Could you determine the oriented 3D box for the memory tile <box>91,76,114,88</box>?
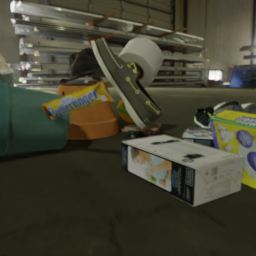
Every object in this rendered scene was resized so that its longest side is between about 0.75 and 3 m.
[{"bbox_3d":[-0.395,-1.485,10.042,1.548,0.170,2.019,16,7,-27],"label":"memory tile"}]

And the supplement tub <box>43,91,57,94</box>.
[{"bbox_3d":[-4.206,-1.355,14.784,1.171,1.171,1.615,-6,12,-30],"label":"supplement tub"}]

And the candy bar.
[{"bbox_3d":[-1.157,-0.556,6.150,1.988,0.496,0.220,-13,36,35],"label":"candy bar"}]

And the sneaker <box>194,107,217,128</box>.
[{"bbox_3d":[3.010,-0.369,10.478,0.720,0.831,2.008,-3,11,-16],"label":"sneaker"}]

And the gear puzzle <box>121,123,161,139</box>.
[{"bbox_3d":[0.552,0.049,9.865,1.228,0.310,2.371,-2,7,11],"label":"gear puzzle"}]

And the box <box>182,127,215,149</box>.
[{"bbox_3d":[2.637,0.355,7.774,2.177,0.410,1.487,3,11,15],"label":"box"}]

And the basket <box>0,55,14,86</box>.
[{"bbox_3d":[-4.029,-1.256,7.743,1.349,1.337,1.085,-18,56,-39],"label":"basket"}]

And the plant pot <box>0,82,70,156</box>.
[{"bbox_3d":[-2.651,-0.194,7.199,1.951,1.992,1.992,3,8,-31],"label":"plant pot"}]

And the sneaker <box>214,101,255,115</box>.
[{"bbox_3d":[4.275,-0.559,11.660,2.771,1.032,1.207,1,0,-43],"label":"sneaker"}]

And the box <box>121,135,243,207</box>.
[{"bbox_3d":[0.918,0.686,5.416,1.243,0.641,2.131,-7,13,-34],"label":"box"}]

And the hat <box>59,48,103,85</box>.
[{"bbox_3d":[-1.560,-2.341,10.124,2.388,0.963,2.388,-14,15,4],"label":"hat"}]

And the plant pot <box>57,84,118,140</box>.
[{"bbox_3d":[-1.557,-0.653,9.753,2.396,1.677,2.396,-1,10,0],"label":"plant pot"}]

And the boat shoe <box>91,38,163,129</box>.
[{"bbox_3d":[-0.012,-1.391,8.289,0.894,2.991,1.069,-30,17,11],"label":"boat shoe"}]

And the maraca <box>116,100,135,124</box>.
[{"bbox_3d":[0.331,-0.631,10.135,1.325,1.034,1.933,-5,17,-24],"label":"maraca"}]

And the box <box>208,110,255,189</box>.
[{"bbox_3d":[2.389,0.495,4.611,0.537,1.302,2.219,-27,20,-22],"label":"box"}]

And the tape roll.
[{"bbox_3d":[0.337,-2.035,8.877,1.337,1.337,0.918,6,46,28],"label":"tape roll"}]
